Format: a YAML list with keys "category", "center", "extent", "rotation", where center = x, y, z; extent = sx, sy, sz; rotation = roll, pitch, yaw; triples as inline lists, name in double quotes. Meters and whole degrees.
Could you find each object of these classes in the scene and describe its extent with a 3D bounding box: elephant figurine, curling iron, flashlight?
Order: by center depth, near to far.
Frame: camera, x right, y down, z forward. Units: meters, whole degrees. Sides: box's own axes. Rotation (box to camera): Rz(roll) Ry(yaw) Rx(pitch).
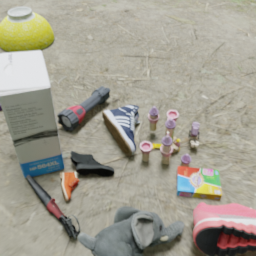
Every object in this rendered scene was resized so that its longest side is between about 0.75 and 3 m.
- category: "elephant figurine"
  center: [0.192, 2.306, 6.179]
  extent: [1.368, 1.501, 1.934]
  rotation: [23, 56, 33]
- category: "curling iron"
  center: [-1.981, 1.938, 7.274]
  extent: [0.316, 0.613, 2.471]
  rotation: [-21, 41, -37]
- category: "flashlight"
  center: [-1.569, -0.757, 10.249]
  extent: [0.771, 0.774, 2.277]
  rotation: [23, 42, 21]

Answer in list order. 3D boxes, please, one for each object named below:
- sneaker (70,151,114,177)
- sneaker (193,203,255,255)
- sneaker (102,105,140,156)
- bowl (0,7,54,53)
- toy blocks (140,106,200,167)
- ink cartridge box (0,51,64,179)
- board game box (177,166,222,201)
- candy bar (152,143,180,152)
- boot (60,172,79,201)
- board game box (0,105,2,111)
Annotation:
- category: "sneaker"
  center: [-1.070, 1.049, 8.305]
  extent: [1.342, 0.403, 0.700]
  rotation: [5, 39, -7]
- category: "sneaker"
  center: [2.944, 2.237, 6.532]
  extent: [2.967, 1.094, 1.287]
  rotation: [7, 24, 0]
- category: "sneaker"
  center: [0.052, -0.040, 9.362]
  extent: [1.211, 0.783, 2.233]
  rotation: [-18, 41, -17]
- category: "bowl"
  center: [-5.484, -5.346, 14.720]
  extent: [2.955, 1.590, 2.955]
  rotation: [1, 45, -1]
- category: "toy blocks"
  center: [1.342, 0.129, 8.460]
  extent: [1.749, 1.473, 1.635]
  rotation: [9, 51, 10]
- category: "ink cartridge box"
  center: [-2.760, -0.396, 8.062]
  extent: [1.248, 2.960, 2.161]
  rotation: [-11, 43, -16]
- category: "board game box"
  center: [1.984, 1.552, 7.934]
  extent: [1.187, 0.239, 0.909]
  rotation: [5, 41, 5]
- category: "candy bar"
  center: [1.231, 0.638, 9.092]
  extent: [0.923, 0.102, 0.230]
  rotation: [7, 44, 7]
- category: "boot"
  center: [-1.610, 1.600, 7.812]
  extent: [0.521, 0.364, 0.971]
  rotation: [-5, 40, -13]
- category: "board game box"
  center: [-5.252, -1.079, 10.925]
  extent: [2.306, 0.372, 1.384]
  rotation: [-24, 42, -25]
